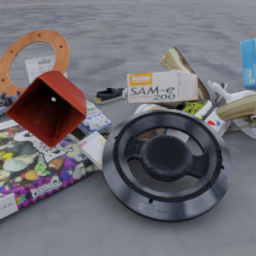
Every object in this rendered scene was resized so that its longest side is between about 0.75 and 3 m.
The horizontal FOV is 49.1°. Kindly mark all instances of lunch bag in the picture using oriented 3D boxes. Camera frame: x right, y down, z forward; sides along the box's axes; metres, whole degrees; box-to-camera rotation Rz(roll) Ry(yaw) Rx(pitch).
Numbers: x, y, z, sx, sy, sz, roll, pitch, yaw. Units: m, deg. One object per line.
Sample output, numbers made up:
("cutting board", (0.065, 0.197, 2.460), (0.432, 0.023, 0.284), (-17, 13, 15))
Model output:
("lunch bag", (-0.846, -0.105, 6.888), (0.769, 0.290, 0.616), (-20, 52, -39))

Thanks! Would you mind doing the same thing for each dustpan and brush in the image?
("dustpan and brush", (3.154, -0.733, 8.022), (2.033, 0.582, 1.419), (43, 61, -7))

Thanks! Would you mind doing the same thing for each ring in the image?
("ring", (-2.990, -1.968, 8.821), (2.626, 0.252, 2.626), (-7, 66, 16))

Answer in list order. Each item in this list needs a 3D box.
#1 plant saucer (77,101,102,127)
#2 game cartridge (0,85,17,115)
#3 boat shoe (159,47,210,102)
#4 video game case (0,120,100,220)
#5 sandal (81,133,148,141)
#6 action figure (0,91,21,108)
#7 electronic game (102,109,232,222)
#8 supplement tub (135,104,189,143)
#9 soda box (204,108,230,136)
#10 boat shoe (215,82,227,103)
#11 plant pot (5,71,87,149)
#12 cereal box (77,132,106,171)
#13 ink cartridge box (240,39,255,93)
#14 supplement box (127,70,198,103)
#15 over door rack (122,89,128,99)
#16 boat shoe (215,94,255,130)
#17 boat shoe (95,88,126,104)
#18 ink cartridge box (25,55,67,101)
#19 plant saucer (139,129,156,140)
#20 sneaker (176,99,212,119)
("plant saucer", (-1.413, -0.498, 7.809), (1.710, 0.429, 1.710), (12, 18, -4))
("game cartridge", (-4.043, -0.933, 8.825), (0.887, 0.272, 1.332), (27, 51, 8))
("boat shoe", (1.934, -1.730, 10.079), (1.014, 0.954, 2.662), (-37, 51, 18))
("video game case", (-2.517, 0.648, 6.474), (2.618, 0.517, 2.888), (-22, 37, -36))
("sandal", (-0.322, 0.434, 6.811), (1.778, 0.480, 0.714), (5, 14, 14))
("action figure", (-3.059, -0.817, 7.633), (1.376, 0.477, 0.895), (-9, 17, 14))
("electronic game", (0.781, 0.627, 5.816), (2.657, 0.553, 2.657), (-1, 51, 1))
("supplement tub", (0.854, -0.051, 7.300), (0.951, 0.951, 1.314), (-27, 40, -37))
("soda box", (2.413, -0.044, 7.780), (0.490, 0.458, 1.440), (18, 35, 28))
("boat shoe", (3.115, -1.230, 9.657), (0.334, 0.387, 1.065), (25, 49, 13))
("plant pot", (-1.640, -0.544, 6.139), (1.238, 1.237, 1.091), (-38, 22, 26))
("cereal box", (-0.649, 0.492, 6.163), (0.795, 0.157, 0.572), (42, 52, 17))
("ink cartridge box", (4.715, -2.005, 8.666), (1.996, 1.457, 1.464), (-5, -4, 34))
("supplement box", (1.115, -1.176, 8.337), (1.438, 0.839, 2.283), (0, 6, 28))
("over door rack", (0.567, -1.535, 10.232), (1.179, 0.532, 1.596), (8, 32, 14))
("boat shoe", (3.650, -0.433, 6.933), (2.836, 0.889, 1.039), (-10, -4, 9))
("boat shoe", (-0.577, -1.207, 9.788), (1.331, 0.414, 0.497), (-24, 36, -36))
("ink cartridge box", (-2.638, -1.579, 9.311), (1.209, 1.502, 0.376), (-15, 5, -15))
("plant saucer", (0.373, 0.133, 6.959), (0.817, 0.817, 0.131), (26, 10, 36))
("sneaker", (1.820, -0.519, 8.098), (0.769, 0.676, 1.816), (41, 40, 6))
